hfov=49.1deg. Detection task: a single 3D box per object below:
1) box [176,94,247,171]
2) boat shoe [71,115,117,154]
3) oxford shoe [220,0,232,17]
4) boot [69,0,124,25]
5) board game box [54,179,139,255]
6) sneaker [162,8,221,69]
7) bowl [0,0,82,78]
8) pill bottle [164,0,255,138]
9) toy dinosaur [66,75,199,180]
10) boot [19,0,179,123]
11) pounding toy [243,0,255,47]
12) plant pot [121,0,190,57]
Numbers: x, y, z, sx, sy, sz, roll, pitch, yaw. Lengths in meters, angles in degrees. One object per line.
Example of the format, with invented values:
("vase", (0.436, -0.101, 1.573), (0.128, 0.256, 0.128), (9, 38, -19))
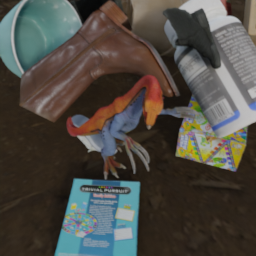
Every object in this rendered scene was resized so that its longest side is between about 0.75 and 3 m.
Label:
("box", (2.567, 0.070, 8.499), (1.785, 1.130, 1.853), (14, 44, 16))
("boat shoe", (-0.754, 0.285, 6.004), (1.344, 0.573, 0.496), (33, 48, 28))
("oxford shoe", (2.825, -2.916, 8.897), (0.917, 2.453, 0.864), (1, 25, 32))
("boot", (-1.413, -3.135, 8.028), (1.971, 0.992, 2.636), (-28, 29, -18))
("board game box", (-0.620, 2.265, 6.470), (1.697, 0.527, 2.248), (3, 42, 3))
("sneaker", (1.228, -1.693, 5.356), (0.727, 1.393, 0.418), (-20, 14, 15))
("bowl", (-2.278, -2.105, 7.073), (1.228, 2.348, 2.348), (9, 40, 32))
("pill bottle", (2.109, -1.417, 6.449), (1.675, 1.675, 2.945), (-22, 81, -23))
("toy dinosaur", (-0.180, -0.056, 4.323), (2.327, 2.112, 1.222), (17, 52, 7))
("boot", (-0.581, -0.649, 4.424), (2.190, 0.703, 2.041), (-38, 68, 5))
("pounding toy", (4.317, -2.531, 7.378), (2.352, 2.678, 1.225), (6, 1, 13))
("plant pot", (0.704, -3.583, 9.325), (2.011, 2.318, 2.318), (-6, 39, -31))
